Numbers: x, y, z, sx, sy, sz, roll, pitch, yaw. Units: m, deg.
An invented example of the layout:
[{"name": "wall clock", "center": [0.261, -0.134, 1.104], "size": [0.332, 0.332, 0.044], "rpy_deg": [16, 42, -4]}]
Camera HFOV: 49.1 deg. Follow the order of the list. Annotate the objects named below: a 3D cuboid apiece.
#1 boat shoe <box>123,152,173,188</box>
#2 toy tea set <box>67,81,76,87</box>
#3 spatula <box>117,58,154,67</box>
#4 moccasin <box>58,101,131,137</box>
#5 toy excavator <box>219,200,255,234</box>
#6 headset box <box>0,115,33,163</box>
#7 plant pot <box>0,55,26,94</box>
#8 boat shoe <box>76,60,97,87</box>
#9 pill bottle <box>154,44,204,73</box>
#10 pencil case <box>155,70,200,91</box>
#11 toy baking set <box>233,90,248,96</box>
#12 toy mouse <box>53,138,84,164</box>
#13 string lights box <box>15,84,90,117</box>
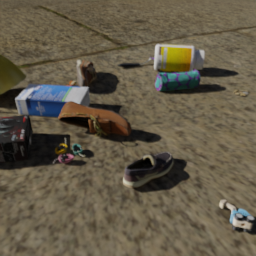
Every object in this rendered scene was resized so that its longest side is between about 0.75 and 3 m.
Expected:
[{"name": "boat shoe", "center": [0.650, 1.096, 8.239], "size": [1.934, 0.627, 0.696], "rpy_deg": [-22, 37, -34]}, {"name": "toy tea set", "center": [-2.647, -1.866, 13.076], "size": [0.606, 0.377, 1.020], "rpy_deg": [-17, 28, 30]}, {"name": "spatula", "center": [0.816, -3.669, 15.668], "size": [2.952, 0.303, 0.834], "rpy_deg": [-14, 21, -16]}, {"name": "moccasin", "center": [-1.168, -0.190, 9.832], "size": [2.605, 0.953, 1.005], "rpy_deg": [19, 53, 4]}, {"name": "toy excavator", "center": [2.697, 2.157, 6.991], "size": [0.782, 0.401, 0.804], "rpy_deg": [9, 21, 14]}, {"name": "headset box", "center": [-4.339, 0.379, 9.171], "size": [2.137, 0.825, 1.590], "rpy_deg": [-4, 34, -9]}, {"name": "plant pot", "center": [-5.683, -2.323, 11.959], "size": [2.087, 1.482, 2.087], "rpy_deg": [-22, 25, 11]}, {"name": "boat shoe", "center": [-2.011, -2.692, 13.660], "size": [0.951, 1.003, 2.648], "rpy_deg": [-4, 36, -8]}, {"name": "pill bottle", "center": [2.643, -3.617, 14.664], "size": [2.504, 1.368, 1.368], "rpy_deg": [4, 34, 5]}, {"name": "pencil case", "center": [2.294, -2.229, 13.038], "size": [2.000, 0.851, 0.924], "rpy_deg": [-5, 60, -8]}, {"name": "toy baking set", "center": [5.171, -1.605, 12.827], "size": [0.547, 0.083, 0.713], "rpy_deg": [30, 44, 32]}, {"name": "toy mouse", "center": [-1.845, 0.854, 8.985], "size": [1.090, 0.237, 1.226], "rpy_deg": [11, 36, 17]}, {"name": "string lights box", "center": [-3.004, -1.111, 11.400], "size": [2.620, 0.773, 1.346], "rpy_deg": [4, 36, 7]}]
